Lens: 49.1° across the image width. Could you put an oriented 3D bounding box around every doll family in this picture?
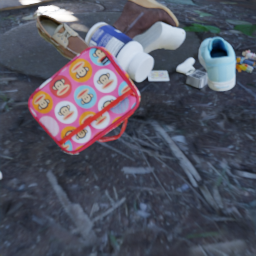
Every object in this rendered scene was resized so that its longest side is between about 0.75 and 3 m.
[{"bbox_3d":[3.689,-2.028,8.862,0.556,0.895,0.403,24,71,18],"label":"doll family"}]

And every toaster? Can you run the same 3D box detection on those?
[{"bbox_3d":[3.588,-2.463,14.374,0.979,0.581,0.885,29,47,32],"label":"toaster"}]

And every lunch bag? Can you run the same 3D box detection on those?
[{"bbox_3d":[-0.967,-0.556,6.993,2.454,2.162,1.005,-36,9,11],"label":"lunch bag"}]

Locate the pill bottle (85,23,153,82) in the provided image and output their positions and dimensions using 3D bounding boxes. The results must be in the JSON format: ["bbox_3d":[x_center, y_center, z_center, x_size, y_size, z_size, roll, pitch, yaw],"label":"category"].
[{"bbox_3d":[-0.305,-2.652,10.017,2.375,1.319,1.319,38,50,21],"label":"pill bottle"}]

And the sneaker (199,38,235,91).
[{"bbox_3d":[2.911,-2.453,9.014,1.098,1.218,2.972,-5,39,6],"label":"sneaker"}]

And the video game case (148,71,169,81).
[{"bbox_3d":[1.616,-2.828,15.224,1.078,0.123,0.981,0,38,-1],"label":"video game case"}]

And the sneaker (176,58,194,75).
[{"bbox_3d":[3.460,-3.392,15.704,1.391,0.513,0.804,-38,52,-26],"label":"sneaker"}]

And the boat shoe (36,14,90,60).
[{"bbox_3d":[-2.087,-2.882,8.962,2.200,0.790,0.833,31,76,9],"label":"boat shoe"}]

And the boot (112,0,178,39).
[{"bbox_3d":[0.798,-4.712,12.727,2.497,2.077,0.903,34,7,-13],"label":"boot"}]

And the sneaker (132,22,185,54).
[{"bbox_3d":[1.084,-3.188,10.829,1.400,0.893,2.423,0,-6,-33],"label":"sneaker"}]

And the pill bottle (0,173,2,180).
[{"bbox_3d":[-4.744,1.743,8.730,0.763,0.763,1.397,19,41,23],"label":"pill bottle"}]
